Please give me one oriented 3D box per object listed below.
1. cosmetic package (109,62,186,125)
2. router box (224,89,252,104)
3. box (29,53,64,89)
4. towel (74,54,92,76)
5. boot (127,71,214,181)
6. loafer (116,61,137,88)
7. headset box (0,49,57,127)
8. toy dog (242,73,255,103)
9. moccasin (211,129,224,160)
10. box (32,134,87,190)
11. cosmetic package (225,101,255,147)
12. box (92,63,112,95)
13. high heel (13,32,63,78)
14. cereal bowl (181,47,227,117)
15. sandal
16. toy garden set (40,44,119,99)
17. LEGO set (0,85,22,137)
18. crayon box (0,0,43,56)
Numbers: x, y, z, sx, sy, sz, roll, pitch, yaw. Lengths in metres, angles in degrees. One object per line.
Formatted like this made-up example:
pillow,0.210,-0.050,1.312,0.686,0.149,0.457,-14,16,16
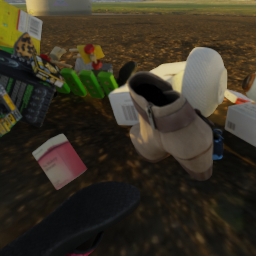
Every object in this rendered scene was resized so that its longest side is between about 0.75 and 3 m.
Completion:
cosmetic package,0.901,-1.026,7.762,1.373,1.000,2.701,3,29,40
router box,3.474,-0.949,8.885,0.715,0.195,0.797,12,24,-19
box,-2.154,-1.514,7.409,0.780,0.241,0.976,24,24,-39
towel,-1.724,-2.593,11.354,0.778,0.402,0.940,-3,64,16
boot,0.523,-0.153,5.273,0.966,2.010,2.749,-43,37,-15
loafer,-0.044,-1.691,9.414,0.510,1.410,0.513,-11,63,-41
headset box,-3.216,-1.226,7.720,2.499,1.159,2.176,20,18,-20
toy dog,3.467,-0.845,6.233,1.241,1.725,1.779,17,10,-23
moccasin,1.866,0.263,6.145,0.563,0.477,1.399,-8,12,9
box,-1.187,0.580,4.875,0.500,0.782,0.426,-35,-1,26
cosmetic package,3.638,0.175,6.274,1.173,0.720,2.843,-11,28,-23
box,-0.913,-1.736,9.918,0.576,0.914,0.930,4,26,5
high heel,-3.047,-2.452,10.139,0.877,1.751,2.457,30,23,25
cereal bowl,2.149,-1.169,7.568,0.822,1.973,1.973,10,28,29
sandal,-0.843,1.516,3.929,2.349,0.529,0.882,-30,31,-22
toy garden set,-1.543,-1.832,8.770,2.542,2.119,0.507,11,61,25
LEGO set,-3.300,-0.249,6.083,1.754,1.016,1.349,-19,22,20
crayon box,-4.748,-3.851,10.611,0.715,1.786,2.813,-15,-23,41
